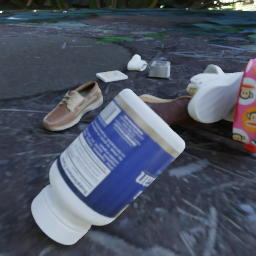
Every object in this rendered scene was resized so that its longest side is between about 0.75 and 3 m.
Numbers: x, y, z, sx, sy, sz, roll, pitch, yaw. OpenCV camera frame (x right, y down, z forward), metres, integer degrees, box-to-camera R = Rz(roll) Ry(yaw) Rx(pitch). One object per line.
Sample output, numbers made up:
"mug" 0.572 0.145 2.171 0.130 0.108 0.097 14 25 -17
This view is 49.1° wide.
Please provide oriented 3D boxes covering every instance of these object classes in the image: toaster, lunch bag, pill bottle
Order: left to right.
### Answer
"pill bottle" -0.368 0.659 4.443 2.375 1.319 1.319 -46 33 6
"toaster" 1.437 -2.562 12.408 0.979 0.581 0.885 7 30 12
"lunch bag" 3.226 -0.434 6.612 1.005 2.162 2.454 18 17 34

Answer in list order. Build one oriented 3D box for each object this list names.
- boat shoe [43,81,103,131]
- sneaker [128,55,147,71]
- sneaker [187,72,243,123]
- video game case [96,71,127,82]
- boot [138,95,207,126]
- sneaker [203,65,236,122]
"boat shoe" -1.641 -0.720 8.254 0.833 0.790 2.200 21 44 27
"sneaker" 0.560 -3.140 13.652 0.804 0.513 1.391 10 39 15
"sneaker" 2.043 -0.844 7.515 2.423 0.893 1.400 -29 25 -35
"video game case" -0.725 -2.296 12.393 1.078 0.123 0.981 -14 31 -25
"boot" 0.904 -0.109 7.697 2.497 0.903 2.077 13 40 27
"sneaker" 3.233 -1.034 9.125 1.218 1.098 2.972 19 35 -18
